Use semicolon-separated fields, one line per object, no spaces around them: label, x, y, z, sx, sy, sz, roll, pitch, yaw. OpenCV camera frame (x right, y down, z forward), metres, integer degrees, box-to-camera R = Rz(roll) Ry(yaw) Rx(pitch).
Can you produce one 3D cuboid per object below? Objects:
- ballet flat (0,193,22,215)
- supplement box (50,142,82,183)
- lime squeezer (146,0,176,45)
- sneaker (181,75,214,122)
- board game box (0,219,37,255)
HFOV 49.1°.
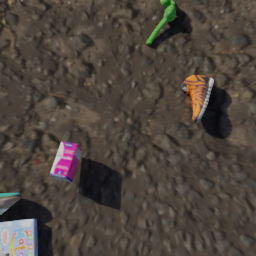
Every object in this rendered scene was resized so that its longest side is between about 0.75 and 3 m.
ballet flat;-3.862;2.151;7.731;1.946;0.662;0.654;-3;86;7
supplement box;-1.700;0.939;7.742;0.496;0.506;0.980;8;66;13
lime squeezer;1.153;-4.140;9.658;0.983;0.525;2.784;-8;73;30
sneaker;2.013;-0.948;8.643;0.895;0.620;1.598;17;64;9
board game box;-3.322;3.192;7.534;1.682;0.308;1.272;-6;74;-3
